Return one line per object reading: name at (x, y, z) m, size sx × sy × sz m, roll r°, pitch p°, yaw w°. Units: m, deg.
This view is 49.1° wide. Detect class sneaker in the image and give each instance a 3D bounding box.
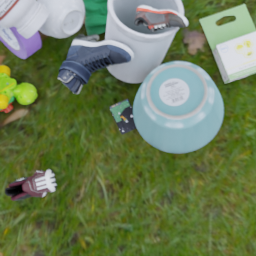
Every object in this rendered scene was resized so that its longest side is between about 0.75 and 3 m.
sneaker at (-2.628, 1.511, 7.217) m, size 1.098 × 1.900 × 0.719 m, roll -11°, pitch 78°, yaw -33°
sneaker at (0.717, -2.366, 6.361) m, size 1.277 × 0.492 × 0.523 m, roll 21°, pitch 88°, yaw 24°
sneaker at (-0.856, -1.436, 6.826) m, size 1.905 × 0.724 × 1.377 m, roll 11°, pitch 67°, yaw 32°

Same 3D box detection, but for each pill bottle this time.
pill bottle at (-2.781, -2.966, 6.050) m, size 2.045 × 1.147 × 1.147 m, roll 40°, pitch 83°, yaw -37°

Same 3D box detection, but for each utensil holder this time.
utensil holder at (0.255, -2.473, 7.521) m, size 1.836 × 2.160 × 1.836 m, roll 4°, pitch 69°, yaw -9°

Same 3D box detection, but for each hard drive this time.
hard drive at (-0.091, -0.307, 7.809) m, size 0.594 × 0.161 × 0.850 m, roll -25°, pitch 99°, yaw 8°

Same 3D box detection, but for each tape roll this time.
tape roll at (-3.264, -2.832, 7.874) m, size 1.748 × 1.748 × 0.574 m, roll 43°, pitch 69°, yaw 5°

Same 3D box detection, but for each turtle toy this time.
turtle toy at (-3.663, -0.984, 8.107) m, size 1.935 × 0.978 × 1.410 m, roll -7°, pitch 62°, yaw -3°

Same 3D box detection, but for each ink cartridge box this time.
ink cartridge box at (3.365, -2.671, 8.581) m, size 1.633 × 0.538 × 2.244 m, roll -19°, pitch 85°, yaw -2°

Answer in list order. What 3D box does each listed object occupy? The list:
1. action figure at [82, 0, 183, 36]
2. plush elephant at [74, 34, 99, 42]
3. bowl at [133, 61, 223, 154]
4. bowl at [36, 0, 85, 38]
action figure at (0.179, -3.731, 8.315) m, size 2.995 × 0.819 × 1.769 m, roll -2°, pitch 116°, yaw 7°
plush elephant at (-1.329, -2.393, 8.454) m, size 0.748 × 0.908 × 0.703 m, roll 8°, pitch 120°, yaw 22°
bowl at (1.141, -0.621, 6.511) m, size 2.256 × 1.180 × 2.256 m, roll -3°, pitch 73°, yaw 9°
bowl at (-1.660, -2.945, 7.386) m, size 0.670 × 1.490 × 1.490 m, roll 42°, pitch 85°, yaw 21°
